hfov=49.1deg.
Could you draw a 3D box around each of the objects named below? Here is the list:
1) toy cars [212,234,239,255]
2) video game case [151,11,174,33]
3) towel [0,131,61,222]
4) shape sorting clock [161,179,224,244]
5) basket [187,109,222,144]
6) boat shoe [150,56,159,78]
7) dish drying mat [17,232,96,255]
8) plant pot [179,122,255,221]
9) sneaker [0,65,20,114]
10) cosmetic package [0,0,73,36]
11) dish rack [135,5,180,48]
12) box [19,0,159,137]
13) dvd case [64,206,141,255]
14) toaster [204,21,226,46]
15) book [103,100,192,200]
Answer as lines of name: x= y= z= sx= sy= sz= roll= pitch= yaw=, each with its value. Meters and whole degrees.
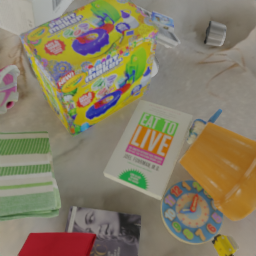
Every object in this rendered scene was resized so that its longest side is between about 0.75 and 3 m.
toy cars: x=1.995 y=2.569 z=5.299 sx=0.356 sy=0.721 sz=1.607 roll=-24 pitch=105 yaw=-5
video game case: x=1.046 y=-3.245 z=8.547 sx=0.686 sy=0.172 sz=0.757 roll=16 pitch=42 yaw=-11
towel: x=-2.704 y=0.918 z=6.128 sx=2.155 sy=0.331 sz=2.825 roll=-1 pitch=32 yaw=-20
shape sorting clock: x=1.500 y=1.913 z=6.517 sx=1.475 sy=0.289 sz=1.475 roll=0 pitch=60 yaw=0
basket: x=2.029 y=0.013 z=7.284 sx=0.707 sy=0.897 sz=1.017 roll=40 pitch=75 yaw=11
boat shoe: x=0.220 y=-2.777 z=8.896 sx=0.991 sy=1.046 sz=2.993 roll=-28 pitch=56 yaw=-14
dish drying mat: x=-1.498 y=2.472 z=5.783 sx=1.733 sy=0.158 sz=0.666 roll=-11 pitch=35 yaw=25
plant pot: x=2.131 y=0.784 z=6.175 sx=1.652 sy=1.804 sz=1.804 roll=37 pitch=66 yaw=12
sneaker: x=-3.569 y=-1.036 z=7.879 sx=0.871 sy=0.944 sz=2.141 roll=-20 pitch=31 yaw=19
cosmetic package: x=-3.513 y=-4.635 z=8.938 sx=2.744 sy=1.687 sz=2.735 roll=22 pitch=60 yaw=2
dish rack: x=0.777 y=-3.135 z=8.786 sx=1.481 sy=0.376 sz=1.726 roll=14 pitch=38 yaw=-31
box: x=-0.869 y=-1.541 z=7.178 sx=2.645 sy=2.548 sz=1.614 roll=-33 pitch=68 yaw=-17
dvd case: x=-0.601 y=2.490 z=6.271 sx=1.693 sy=0.135 sz=1.259 roll=6 pitch=60 yaw=4
toaster: x=2.893 y=-3.102 z=9.310 sx=0.595 sy=0.523 sz=0.921 roll=14 pitch=60 yaw=6
book: x=0.554 y=0.482 z=7.246 sx=1.533 sy=0.551 sz=2.295 roll=20 pitch=66 yaw=12
